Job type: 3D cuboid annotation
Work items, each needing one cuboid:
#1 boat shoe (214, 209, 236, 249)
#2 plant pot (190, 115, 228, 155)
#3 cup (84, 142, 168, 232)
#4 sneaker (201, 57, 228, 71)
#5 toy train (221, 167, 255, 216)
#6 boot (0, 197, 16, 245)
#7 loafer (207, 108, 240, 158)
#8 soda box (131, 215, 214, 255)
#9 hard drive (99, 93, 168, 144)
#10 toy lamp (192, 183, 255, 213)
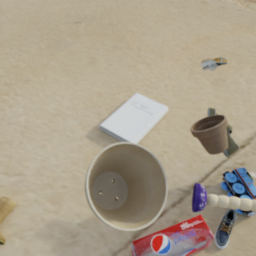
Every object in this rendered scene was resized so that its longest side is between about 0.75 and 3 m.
[{"bbox_3d":[3.081,3.167,8.887,0.439,0.563,1.240,20,49,18],"label":"boat shoe"},{"bbox_3d":[2.068,0.203,6.845,0.893,0.779,0.893,-24,16,7],"label":"plant pot"},{"bbox_3d":[-0.244,1.558,7.263,2.088,1.493,2.088,7,70,-21],"label":"cup"},{"bbox_3d":[2.706,-1.969,8.737,0.832,0.365,0.315,3,35,33],"label":"sneaker"},{"bbox_3d":[3.989,2.197,9.725,0.999,0.758,1.749,-8,46,-16],"label":"toy train"},{"bbox_3d":[-4.124,2.986,9.157,1.179,0.445,1.347,17,48,16],"label":"boot"},{"bbox_3d":[2.622,0.065,7.724,0.512,0.553,1.471,-24,73,17],"label":"loafer"},{"bbox_3d":[1.319,3.495,8.435,2.370,0.751,0.830,-15,48,-15],"label":"soda box"},{"bbox_3d":[0.299,-0.414,12.479,1.803,0.365,2.733,28,52,24],"label":"hard drive"},{"bbox_3d":[2.285,1.417,5.128,2.144,0.624,0.624,8,47,9],"label":"toy lamp"}]
